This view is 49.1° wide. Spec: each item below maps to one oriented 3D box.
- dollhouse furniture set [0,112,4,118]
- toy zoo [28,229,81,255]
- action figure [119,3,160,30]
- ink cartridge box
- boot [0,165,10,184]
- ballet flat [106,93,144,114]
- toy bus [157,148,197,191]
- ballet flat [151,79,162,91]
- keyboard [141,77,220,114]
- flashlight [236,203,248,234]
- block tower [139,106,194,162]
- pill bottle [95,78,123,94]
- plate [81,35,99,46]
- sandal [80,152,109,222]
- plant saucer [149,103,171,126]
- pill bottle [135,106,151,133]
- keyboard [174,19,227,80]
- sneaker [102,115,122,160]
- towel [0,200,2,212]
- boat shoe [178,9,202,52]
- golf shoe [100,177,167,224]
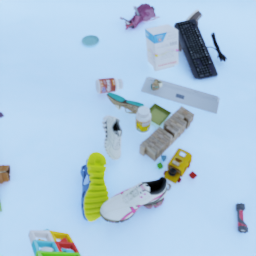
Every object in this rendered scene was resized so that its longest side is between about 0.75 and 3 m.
[{"bbox_3d":[-4.993,-0.664,10.044,0.617,0.552,0.778,-34,60,-23],"label":"dollhouse furniture set"},{"bbox_3d":[-1.790,2.833,6.750,1.049,1.599,0.164,18,90,-28],"label":"toy zoo"},{"bbox_3d":[0.444,-5.186,13.445,1.720,1.281,1.152,-51,24,-16],"label":"action figure"},{"bbox_3d":[1.368,-3.198,11.394,1.043,1.623,1.016,-15,37,-10],"label":"ink cartridge box"},{"bbox_3d":[-4.170,1.260,8.687,0.948,0.451,1.225,-14,66,-9],"label":"boot"},{"bbox_3d":[-0.150,-0.797,9.909,1.496,0.488,0.528,23,29,19],"label":"ballet flat"},{"bbox_3d":[1.475,1.184,8.542,1.098,0.601,1.164,-14,53,0],"label":"toy bus"},{"bbox_3d":[1.079,-1.568,10.257,0.353,0.381,1.081,-1,22,14],"label":"ballet flat"},{"bbox_3d":[1.988,-1.259,10.640,2.947,0.157,0.829,17,61,7],"label":"keyboard"},{"bbox_3d":[3.194,2.511,7.841,0.272,0.273,0.804,15,54,-1],"label":"flashlight"},{"bbox_3d":[1.315,0.205,9.353,0.633,0.591,2.188,38,63,26],"label":"block tower"},{"bbox_3d":[-0.712,-1.614,10.608,0.979,0.549,0.549,-10,53,-18],"label":"pill bottle"},{"bbox_3d":[-1.723,-3.965,12.806,0.807,0.103,0.807,1,53,-1],"label":"plate"},{"bbox_3d":[-1.046,1.730,8.182,0.775,0.849,1.951,16,64,-30],"label":"sandal"},{"bbox_3d":[1.040,-0.441,10.108,0.768,0.184,0.767,32,60,22],"label":"plant saucer"},{"bbox_3d":[0.513,-0.285,9.519,0.528,0.936,0.528,0,53,0],"label":"pill bottle"},{"bbox_3d":[3.126,-3.372,11.711,1.780,0.288,2.801,-13,74,-13],"label":"keyboard"},{"bbox_3d":[-0.421,0.326,8.534,0.536,1.426,0.578,-19,16,-41],"label":"sneaker"},{"bbox_3d":[-4.444,1.686,7.948,1.341,0.213,1.867,-11,69,-35],"label":"towel"},{"bbox_3d":[2.694,-4.383,12.620,0.771,0.931,2.592,38,63,4],"label":"boat shoe"},{"bbox_3d":[0.169,1.857,7.602,2.066,0.951,0.750,-14,43,-31],"label":"golf shoe"}]
